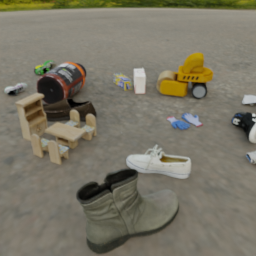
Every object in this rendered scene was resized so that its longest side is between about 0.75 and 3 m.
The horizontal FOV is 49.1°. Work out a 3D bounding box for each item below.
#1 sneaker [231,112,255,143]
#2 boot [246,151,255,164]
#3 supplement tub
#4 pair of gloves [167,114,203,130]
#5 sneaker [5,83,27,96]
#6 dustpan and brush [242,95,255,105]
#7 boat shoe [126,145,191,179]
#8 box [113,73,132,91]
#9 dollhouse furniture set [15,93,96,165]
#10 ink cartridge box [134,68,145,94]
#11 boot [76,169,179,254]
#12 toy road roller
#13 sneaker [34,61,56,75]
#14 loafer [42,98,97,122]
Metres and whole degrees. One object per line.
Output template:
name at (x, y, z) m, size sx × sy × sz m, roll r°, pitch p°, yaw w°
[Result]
sneaker at (4.314, -0.055, 10.344) m, size 1.133 × 0.740 × 2.025 m, roll 15°, pitch 24°, yaw 30°
boot at (4.071, 1.067, 8.700) m, size 0.500 × 0.385 × 1.046 m, roll -8°, pitch 22°, yaw 0°
supplement tub at (-2.987, -2.219, 13.303) m, size 1.508 × 1.508 × 2.821 m, roll 9°, pitch 30°, yaw 15°
pair of gloves at (2.298, -0.275, 11.221) m, size 1.369 × 0.156 × 1.101 m, roll -14°, pitch 33°, yaw -22°
sneaker at (-5.423, -1.808, 13.721) m, size 1.079 × 0.419 × 0.755 m, roll -24°, pitch 38°, yaw -20°
dustpan and brush at (5.619, -1.326, 12.981) m, size 0.838 × 0.343 × 1.200 m, roll -5°, pitch 36°, yaw 4°
boat shoe at (0.899, 0.925, 8.392) m, size 1.970 × 0.840 × 0.728 m, roll 10°, pitch 31°, yaw 17°
box at (-0.302, -2.432, 14.672) m, size 0.456 × 0.497 × 1.419 m, roll -14°, pitch 32°, yaw -23°
dollhouse furniture set at (-2.583, -0.164, 9.671) m, size 2.275 × 1.481 × 2.090 m, roll 15°, pitch 33°, yaw 25°
ink cartridge box at (0.566, -2.443, 14.282) m, size 0.526 × 0.908 × 1.559 m, roll 0°, pitch 29°, yaw -1°
boot at (0.171, 1.626, 6.271) m, size 2.612 × 1.706 × 0.884 m, roll -18°, pitch 34°, yaw -28°
toy road roller at (2.756, -2.619, 13.562) m, size 2.613 × 1.907 × 1.606 m, roll 6°, pitch 30°, yaw 10°
sneaker at (-4.788, -3.490, 16.586) m, size 0.660 × 0.604 × 1.549 m, roll 22°, pitch 45°, yaw 22°
loafer at (-2.541, -0.845, 11.464) m, size 2.502 × 0.893 × 0.913 m, roll 1°, pitch 30°, yaw 1°
